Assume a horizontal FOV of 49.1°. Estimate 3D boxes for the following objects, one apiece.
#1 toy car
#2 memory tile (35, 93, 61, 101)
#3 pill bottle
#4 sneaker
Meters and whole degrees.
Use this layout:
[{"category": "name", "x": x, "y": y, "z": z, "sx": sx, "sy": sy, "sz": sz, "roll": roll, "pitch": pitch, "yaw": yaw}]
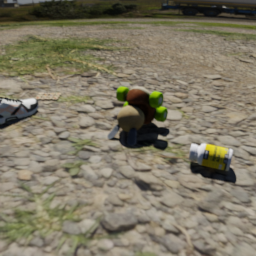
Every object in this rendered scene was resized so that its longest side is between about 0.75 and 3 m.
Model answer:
[{"category": "toy car", "x": 0.229, "y": -0.335, "z": 12.054, "sx": 2.037, "sy": 1.957, "sz": 2.480, "roll": 13, "pitch": 59, "yaw": 29}, {"category": "memory tile", "x": -4.509, "y": -1.780, "z": 15.811, "sx": 1.313, "sy": 0.110, "sz": 1.006, "roll": 1, "pitch": 28, "yaw": 3}, {"category": "pill bottle", "x": 2.892, "y": 0.997, "z": 9.884, "sx": 1.394, "sy": 0.776, "sz": 0.776, "roll": 11, "pitch": 30, "yaw": 17}, {"category": "sneaker", "x": -5.535, "y": -0.996, "z": 13.322, "sx": 1.028, "sy": 1.115, "sz": 2.788, "roll": 20, "pitch": 33, "yaw": 36}]
